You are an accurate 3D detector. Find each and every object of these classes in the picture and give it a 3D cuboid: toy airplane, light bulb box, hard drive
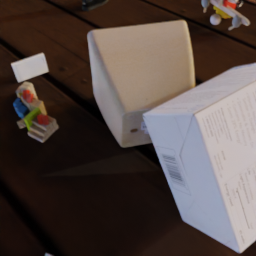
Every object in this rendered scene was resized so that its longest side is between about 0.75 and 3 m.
[{"bbox_3d":[3.941,-4.963,11.690,1.951,1.383,1.960,21,30,-25],"label":"toy airplane"},{"bbox_3d":[2.309,0.382,5.947,2.866,2.841,1.789,-27,15,-22],"label":"light bulb box"},{"bbox_3d":[-3.361,-2.064,9.649,1.104,0.728,0.147,-27,55,-21],"label":"hard drive"}]

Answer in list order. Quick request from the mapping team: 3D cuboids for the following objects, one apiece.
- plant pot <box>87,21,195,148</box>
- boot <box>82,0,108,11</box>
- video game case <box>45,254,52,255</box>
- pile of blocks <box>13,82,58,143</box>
[{"bbox_3d":[0.442,-0.967,7.705,2.635,2.638,2.335,-9,61,-8],"label":"plant pot"},{"bbox_3d":[-1.521,-6.269,12.855,0.636,1.263,1.690,30,56,23],"label":"boot"},{"bbox_3d":[-1.175,2.583,5.330,0.624,0.871,0.078,33,61,-23],"label":"video game case"},{"bbox_3d":[-3.003,-0.611,8.414,0.977,0.740,2.380,-28,55,-22],"label":"pile of blocks"}]
